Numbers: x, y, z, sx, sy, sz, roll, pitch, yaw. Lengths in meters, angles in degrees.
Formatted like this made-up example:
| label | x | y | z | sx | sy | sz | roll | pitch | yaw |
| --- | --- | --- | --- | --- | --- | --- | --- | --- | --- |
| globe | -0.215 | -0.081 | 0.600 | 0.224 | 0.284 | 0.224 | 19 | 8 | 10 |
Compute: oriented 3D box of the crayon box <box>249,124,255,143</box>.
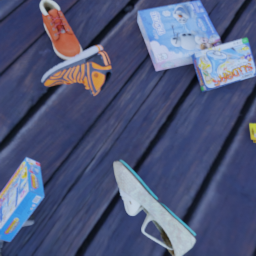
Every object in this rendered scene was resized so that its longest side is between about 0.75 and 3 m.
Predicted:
| label | x | y | z | sx | sy | sz | roll | pitch | yaw |
| --- | --- | --- | --- | --- | --- | --- | --- | --- | --- |
| crayon box | 4.822 | 0.202 | 9.977 | 1.033 | 0.262 | 0.656 | 5 | 65 | 1 |

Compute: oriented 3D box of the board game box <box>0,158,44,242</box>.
| label | x | y | z | sx | sy | sz | roll | pitch | yaw |
| --- | --- | --- | --- | --- | --- | --- | --- | --- | --- |
| board game box | -3.054 | 1.938 | 7.809 | 1.654 | 0.462 | 1.619 | -52 | 32 | 8 |

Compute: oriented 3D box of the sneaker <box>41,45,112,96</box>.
| label | x | y | z | sx | sy | sz | roll | pitch | yaw |
| --- | --- | --- | --- | --- | --- | --- | --- | --- | --- |
| sneaker | -1.600 | -1.532 | 8.978 | 2.396 | 0.929 | 1.342 | -22 | 102 | 22 |

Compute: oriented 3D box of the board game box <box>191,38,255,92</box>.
| label | x | y | z | sx | sy | sz | roll | pitch | yaw |
| --- | --- | --- | --- | --- | --- | --- | --- | --- | --- |
| board game box | 3.725 | -2.428 | 10.828 | 2.247 | 0.387 | 1.521 | -18 | 92 | -8 |

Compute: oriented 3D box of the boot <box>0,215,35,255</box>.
| label | x | y | z | sx | sy | sz | roll | pitch | yaw |
| --- | --- | --- | --- | --- | --- | --- | --- | --- | --- |
| boot | -3.808 | 3.343 | 8.334 | 2.050 | 0.715 | 1.349 | -5 | 80 | -12 |

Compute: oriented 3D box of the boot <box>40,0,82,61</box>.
| label | x | y | z | sx | sy | sz | roll | pitch | yaw |
| --- | --- | --- | --- | --- | --- | --- | --- | --- | --- |
| boot | -2.772 | -3.926 | 11.292 | 1.024 | 1.463 | 2.729 | -30 | 70 | -15 |

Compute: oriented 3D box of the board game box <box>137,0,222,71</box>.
| label | x | y | z | sx | sy | sz | roll | pitch | yaw |
| --- | --- | --- | --- | --- | --- | --- | --- | --- | --- |
| board game box | 2.125 | -3.923 | 11.715 | 2.849 | 0.621 | 2.863 | -14 | 65 | -6 |

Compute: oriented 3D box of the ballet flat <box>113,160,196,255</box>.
| label | x | y | z | sx | sy | sz | roll | pitch | yaw |
| --- | --- | --- | --- | --- | --- | --- | --- | --- | --- |
| ballet flat | 0.498 | 2.134 | 7.173 | 2.976 | 1.004 | 0.928 | 45 | 77 | 2 |
